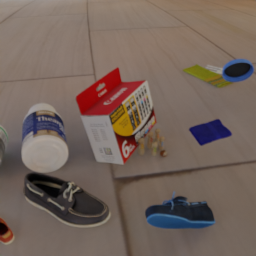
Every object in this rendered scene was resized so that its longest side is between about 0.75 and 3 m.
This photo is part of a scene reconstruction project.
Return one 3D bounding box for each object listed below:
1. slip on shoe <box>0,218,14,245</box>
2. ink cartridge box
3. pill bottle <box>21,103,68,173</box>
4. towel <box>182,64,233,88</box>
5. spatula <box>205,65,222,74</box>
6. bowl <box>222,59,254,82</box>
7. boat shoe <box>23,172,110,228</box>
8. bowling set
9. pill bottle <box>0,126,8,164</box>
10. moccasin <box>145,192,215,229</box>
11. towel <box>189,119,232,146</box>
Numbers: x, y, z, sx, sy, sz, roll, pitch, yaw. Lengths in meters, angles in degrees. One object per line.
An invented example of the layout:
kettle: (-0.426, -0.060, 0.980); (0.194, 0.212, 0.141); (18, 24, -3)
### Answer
slip on shoe: (-3.045, 2.293, 6.539); (1.063, 0.325, 0.394); (25, 43, 34)
ink cartridge box: (-0.247, -0.503, 8.783); (1.060, 2.220, 2.529); (1, 32, 31)
pill bottle: (-2.624, 0.188, 8.736); (1.284, 1.284, 2.313); (-9, 36, -13)
towel: (3.883, -2.592, 13.764); (1.042, 0.219, 2.422); (-20, 39, -28)
spatula: (4.514, -3.023, 14.503); (1.187, 0.095, 0.825); (23, 41, 29)
bowl: (4.394, -2.303, 11.255); (1.204, 1.204, 0.236); (3, 60, 4)
boat shoe: (-1.593, 1.728, 6.964); (2.434, 0.763, 0.884); (14, 37, 19)
bowling set: (0.925, 0.494, 8.888); (0.817, 0.630, 1.174); (22, 41, 29)
pill bottle: (-4.217, 0.909, 7.650); (1.348, 1.348, 2.383); (-4, 34, -6)
moccasin: (1.127, 1.885, 6.325); (1.945, 0.783, 0.663); (20, 49, -36)
towel: (2.142, 0.127, 7.347); (0.914, 0.226, 0.675); (-15, 41, -10)
